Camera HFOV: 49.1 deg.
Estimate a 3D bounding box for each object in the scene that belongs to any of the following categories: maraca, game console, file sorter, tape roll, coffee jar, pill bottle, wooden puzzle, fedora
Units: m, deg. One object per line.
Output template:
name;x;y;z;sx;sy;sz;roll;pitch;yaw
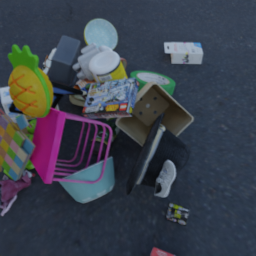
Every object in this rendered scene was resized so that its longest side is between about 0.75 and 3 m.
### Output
maraca;-2.750;-1.241;7.795;1.424;2.077;1.111;11;31;29
game console;-3.067;-1.029;10.718;1.859;2.114;1.230;5;88;28
file sorter;-1.897;0.476;8.919;1.743;1.932;2.780;12;3;-29
tape roll;1.086;-2.045;12.874;2.095;0.504;2.095;10;28;-5
coffee jar;-0.925;0.416;10.835;0.762;0.623;1.461;13;45;16
pill bottle;-0.571;-1.695;10.174;1.112;1.985;1.112;-10;51;12
wooden puzzle;-3.742;0.538;8.645;1.748;2.947;0.207;45;37;11
fedora;1.021;0.988;8.529;1.359;2.976;2.976;25;49;6

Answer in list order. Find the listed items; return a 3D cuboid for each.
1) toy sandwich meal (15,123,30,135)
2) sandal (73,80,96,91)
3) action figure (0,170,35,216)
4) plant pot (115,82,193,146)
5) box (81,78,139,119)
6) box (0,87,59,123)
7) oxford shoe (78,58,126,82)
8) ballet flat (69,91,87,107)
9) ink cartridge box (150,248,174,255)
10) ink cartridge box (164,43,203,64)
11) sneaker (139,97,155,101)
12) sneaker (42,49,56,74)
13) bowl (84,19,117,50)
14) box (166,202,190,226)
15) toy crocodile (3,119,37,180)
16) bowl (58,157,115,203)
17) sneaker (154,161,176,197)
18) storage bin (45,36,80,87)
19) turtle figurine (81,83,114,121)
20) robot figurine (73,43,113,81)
toy sandwich meal;-4.411;0.415;10.981;1.504;0.515;1.504;0;42;0
sandal;-2.122;-2.198;13.574;0.548;0.410;1.431;33;54;29
action figure;-3.656;1.910;9.237;1.183;1.065;1.589;57;37;5
plant pot;0.870;-0.554;10.483;2.002;2.000;1.773;40;14;-18
box;-0.567;-0.905;8.828;1.746;0.348;1.195;-1;63;33
box;-4.164;-1.156;11.985;2.136;1.201;1.082;-16;47;-15
oxford shoe;-1.425;-2.981;13.980;2.805;0.993;1.035;-20;42;-38
ballet flat;-1.548;-1.199;12.354;2.312;0.803;0.803;12;47;12
ink cartridge box;0.909;4.122;7.174;1.160;0.655;1.581;17;48;16
ink cartridge box;2.942;-4.061;15.218;1.989;0.675;1.145;2;45;2
sneaker;0.904;-1.571;12.911;1.602;0.592;0.635;-31;43;-34
sneaker;-3.969;-3.365;14.508;0.905;0.839;2.234;-11;45;1
bowl;-1.662;-5.023;15.768;1.897;1.897;1.021;-25;9;-23
box;1.502;2.627;8.509;0.650;0.811;0.180;15;48;17
toy crocodile;-3.601;0.593;10.246;0.858;0.938;2.778;1;53;32
bowl;-1.172;1.730;8.960;1.866;1.866;0.976;-23;87;-21
sneaker;0.927;1.327;7.182;0.408;0.995;0.372;6;7;-45
storage bin;-2.724;-2.860;11.720;1.410;1.301;1.938;17;55;-8
turtle figurine;-0.846;-1.280;11.364;1.767;1.272;1.714;-15;68;-48
robot figurine;-1.244;-2.547;11.031;1.815;1.025;1.539;-28;94;1
